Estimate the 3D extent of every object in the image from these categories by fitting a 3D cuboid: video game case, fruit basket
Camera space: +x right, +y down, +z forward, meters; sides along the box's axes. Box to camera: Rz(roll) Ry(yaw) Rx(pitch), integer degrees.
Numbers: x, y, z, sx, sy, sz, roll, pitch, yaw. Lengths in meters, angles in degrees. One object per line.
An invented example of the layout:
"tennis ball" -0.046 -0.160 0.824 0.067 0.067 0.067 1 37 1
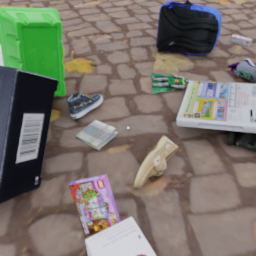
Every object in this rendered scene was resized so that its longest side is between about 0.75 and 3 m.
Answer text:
"video game case" 3.009 -0.767 8.941 2.479 0.300 2.724 6 36 18
"fruit basket" -3.079 -2.495 9.451 2.238 3.102 3.102 -11 41 -27

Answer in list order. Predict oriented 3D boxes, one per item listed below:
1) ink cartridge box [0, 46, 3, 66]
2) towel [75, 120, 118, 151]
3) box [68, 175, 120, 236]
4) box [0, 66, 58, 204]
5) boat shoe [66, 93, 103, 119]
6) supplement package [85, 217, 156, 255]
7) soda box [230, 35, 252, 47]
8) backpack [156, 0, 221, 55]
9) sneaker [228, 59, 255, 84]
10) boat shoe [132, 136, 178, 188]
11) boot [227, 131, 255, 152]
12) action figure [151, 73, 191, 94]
"ink cartridge box" -4.514 -2.288 9.827 0.969 0.448 1.778 -9 49 -21
"towel" -0.963 0.195 8.786 1.039 0.179 1.000 26 47 26
"box" -0.699 1.652 5.977 0.821 1.201 0.235 -14 9 11
"box" -3.592 -0.078 6.721 2.946 2.897 1.730 12 5 14
"boat shoe" -1.446 -0.964 9.543 0.549 0.704 1.551 4 32 33
"supplement package" 0.052 2.772 5.133 1.049 1.036 1.729 -20 45 -22
"soda box" 5.641 -4.365 13.986 0.975 0.310 0.333 26 47 26
"backpack" 2.910 -4.719 12.965 2.709 2.201 2.273 14 40 17
"sneaker" 4.735 -2.111 11.171 0.899 0.764 2.053 -11 30 2
"boat shoe" 0.767 0.954 7.524 0.597 0.659 1.849 33 54 12
"boot" 3.725 0.122 8.544 1.131 0.569 1.513 12 51 23
"action figure" 1.664 -1.766 10.768 1.523 0.416 0.899 -2 76 -5
